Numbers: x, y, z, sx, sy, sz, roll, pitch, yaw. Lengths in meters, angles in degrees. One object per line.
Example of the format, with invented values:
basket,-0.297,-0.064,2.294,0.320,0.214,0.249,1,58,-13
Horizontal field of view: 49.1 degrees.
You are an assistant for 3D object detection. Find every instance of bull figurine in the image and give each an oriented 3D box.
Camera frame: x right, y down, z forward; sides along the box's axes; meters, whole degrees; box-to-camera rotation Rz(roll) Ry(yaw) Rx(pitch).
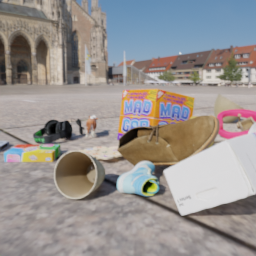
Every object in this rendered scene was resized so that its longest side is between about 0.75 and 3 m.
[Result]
bull figurine,-1.692,-0.079,12.895,0.495,0.923,1.521,10,7,-6

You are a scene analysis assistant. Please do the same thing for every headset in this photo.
headset,-2.975,0.218,12.382,1.503,1.144,2.434,4,26,39

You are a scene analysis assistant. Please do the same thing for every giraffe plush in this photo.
giraffe plush,1.585,0.607,8.641,1.512,1.609,1.865,-5,40,40

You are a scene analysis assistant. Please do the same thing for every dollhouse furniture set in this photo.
dollhouse furniture set,5.743,0.580,10.459,2.229,1.540,2.361,-24,34,18

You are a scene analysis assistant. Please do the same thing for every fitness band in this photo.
fitness band,4.409,-0.160,11.052,1.750,0.456,2.437,1,23,18

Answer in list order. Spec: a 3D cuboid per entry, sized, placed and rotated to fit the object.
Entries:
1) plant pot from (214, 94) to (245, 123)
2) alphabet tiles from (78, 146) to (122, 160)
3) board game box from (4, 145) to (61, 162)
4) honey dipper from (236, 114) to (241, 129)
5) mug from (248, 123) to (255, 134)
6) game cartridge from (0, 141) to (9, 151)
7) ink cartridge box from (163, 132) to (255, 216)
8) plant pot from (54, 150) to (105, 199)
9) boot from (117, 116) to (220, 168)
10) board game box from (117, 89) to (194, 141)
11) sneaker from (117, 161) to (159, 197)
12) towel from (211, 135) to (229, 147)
plant pot,5.884,-1.024,16.720,1.883,1.264,1.883,28,15,-8
alphabet tiles,-0.874,0.875,9.630,1.994,0.146,1.950,-9,9,-41
board game box,-3.196,0.851,9.504,1.550,0.312,1.186,0,10,-1
honey dipper,4.529,-0.283,11.404,0.214,0.214,1.129,4,-25,23
mug,4.530,0.706,8.124,1.565,1.318,1.785,9,40,-3
game cartridge,-5.081,0.718,10.584,0.786,0.238,1.178,3,10,-4
ink cartridge box,2.162,0.819,5.735,2.345,0.985,1.698,-9,-20,-41
plant pot,-0.988,1.091,6.617,1.052,1.052,1.123,3,-7,19
boot,0.867,0.324,7.135,1.115,1.088,2.955,35,-42,-28
board game box,1.001,-0.318,10.375,1.920,1.919,1.919,5,1,-38
sneaker,0.473,1.232,6.677,0.904,0.551,1.385,5,20,36
towel,3.440,0.502,10.941,2.037,0.351,1.350,3,8,-34
